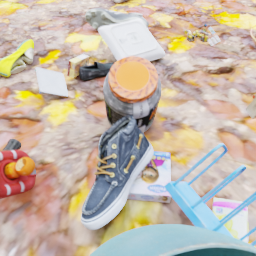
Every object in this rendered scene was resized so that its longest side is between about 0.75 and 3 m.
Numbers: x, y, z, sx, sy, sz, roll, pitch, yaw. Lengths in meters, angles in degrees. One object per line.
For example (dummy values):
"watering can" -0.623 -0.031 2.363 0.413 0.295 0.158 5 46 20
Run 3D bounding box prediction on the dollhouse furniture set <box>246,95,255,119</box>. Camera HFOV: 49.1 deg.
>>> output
"dollhouse furniture set" 3.250 -0.435 5.978 1.245 0.648 1.258 10 41 -20

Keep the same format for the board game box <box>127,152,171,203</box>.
"board game box" 0.314 1.012 6.150 1.230 0.253 1.227 3 42 4

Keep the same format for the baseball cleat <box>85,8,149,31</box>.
"baseball cleat" -0.446 -4.596 12.110 2.668 0.930 1.420 18 36 7

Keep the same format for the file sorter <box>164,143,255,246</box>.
"file sorter" 1.680 1.270 4.316 1.110 1.255 1.809 -44 67 11

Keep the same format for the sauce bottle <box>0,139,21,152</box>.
"sauce bottle" -2.831 0.855 6.111 0.481 0.481 1.487 8 47 9

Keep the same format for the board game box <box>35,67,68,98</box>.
"board game box" -2.290 -1.344 8.377 0.896 0.116 0.896 6 56 -42

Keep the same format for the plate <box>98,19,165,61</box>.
"plate" 0.172 -3.105 9.927 1.901 0.307 1.897 -23 73 -26

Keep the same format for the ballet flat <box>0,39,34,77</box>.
"ballet flat" -3.760 -2.390 9.787 0.666 0.664 1.986 31 49 1

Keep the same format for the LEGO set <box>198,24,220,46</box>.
"LEGO set" 3.249 -3.743 11.322 0.688 0.226 0.921 -33 87 -32

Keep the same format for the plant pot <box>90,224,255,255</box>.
"plant pot" 0.320 2.319 3.189 2.836 2.836 1.910 -14 6 -15

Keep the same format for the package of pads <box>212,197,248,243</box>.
"package of pads" 1.885 1.747 5.204 0.636 0.281 0.824 6 51 17

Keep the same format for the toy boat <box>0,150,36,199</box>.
"toy boat" -2.153 0.804 5.289 0.877 1.342 0.876 -21 82 21

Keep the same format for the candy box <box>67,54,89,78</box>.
"candy box" -1.638 -2.053 9.236 0.253 0.528 0.914 23 33 11

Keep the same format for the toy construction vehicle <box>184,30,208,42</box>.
"toy construction vehicle" 2.804 -3.832 11.546 0.745 0.301 0.856 -9 43 -10

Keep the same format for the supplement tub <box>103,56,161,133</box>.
"supplement tub" 0.081 -0.669 6.482 1.258 2.053 1.258 0 71 -1

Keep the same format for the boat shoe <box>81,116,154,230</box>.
"boat shoe" -0.357 0.761 5.383 0.781 1.002 2.208 -4 37 42

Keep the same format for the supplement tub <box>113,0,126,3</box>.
"supplement tub" -0.170 -7.366 15.001 0.982 0.982 1.488 27 49 27

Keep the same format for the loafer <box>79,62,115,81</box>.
"loafer" -0.985 -1.968 9.304 1.379 0.484 0.468 -21 47 -26
